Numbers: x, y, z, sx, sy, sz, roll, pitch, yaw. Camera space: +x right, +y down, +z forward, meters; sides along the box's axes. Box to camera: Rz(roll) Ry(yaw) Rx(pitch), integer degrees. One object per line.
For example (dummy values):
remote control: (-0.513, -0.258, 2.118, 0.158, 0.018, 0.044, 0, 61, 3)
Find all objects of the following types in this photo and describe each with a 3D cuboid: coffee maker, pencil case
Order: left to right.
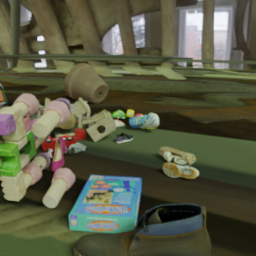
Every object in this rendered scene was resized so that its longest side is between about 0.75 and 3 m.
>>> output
coffee maker: (-3.752, 0.269, 11.432, 1.113, 0.780, 1.158, -15, 22, -40)
pencil case: (-3.132, -0.678, 13.854, 2.598, 1.162, 1.011, -15, 30, -42)

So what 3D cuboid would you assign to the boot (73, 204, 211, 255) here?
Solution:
boot: (0.233, 1.924, 5.185, 2.573, 1.247, 0.961, 2, 17, 6)

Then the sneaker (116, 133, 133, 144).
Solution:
sneaker: (-0.129, 0.372, 11.758, 0.867, 0.380, 0.328, -15, 23, -41)

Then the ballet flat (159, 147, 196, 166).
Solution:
ballet flat: (1.601, 0.993, 9.640, 1.414, 0.498, 0.461, 8, 33, 36)

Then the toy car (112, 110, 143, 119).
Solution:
toy car: (-0.069, -0.686, 14.775, 1.639, 0.388, 1.742, 3, 14, -28)

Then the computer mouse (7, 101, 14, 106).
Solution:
computer mouse: (-7.478, -1.118, 16.370, 2.063, 0.676, 2.938, 6, 12, 5)

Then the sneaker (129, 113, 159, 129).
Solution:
sneaker: (0.642, -0.222, 12.947, 0.991, 0.714, 1.887, -11, 0, -23)

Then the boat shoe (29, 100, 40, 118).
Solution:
boat shoe: (-5.762, -1.121, 15.435, 0.979, 1.036, 2.881, 13, 5, -3)

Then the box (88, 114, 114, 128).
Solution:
box: (-1.376, -0.377, 14.344, 1.025, 0.293, 1.498, 2, 17, 8)

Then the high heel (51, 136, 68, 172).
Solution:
high heel: (-2.358, 0.853, 9.325, 0.431, 0.614, 1.279, -9, 34, 19)

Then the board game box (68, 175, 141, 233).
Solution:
board game box: (-0.466, 1.815, 6.936, 1.464, 0.433, 1.925, 2, 17, 7)

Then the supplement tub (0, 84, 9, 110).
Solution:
supplement tub: (-6.494, -1.218, 13.296, 1.390, 2.268, 1.390, -15, 7, 2)

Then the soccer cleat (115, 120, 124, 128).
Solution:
soccer cleat: (-0.641, -0.165, 13.585, 1.118, 0.434, 0.387, 7, 25, -49)

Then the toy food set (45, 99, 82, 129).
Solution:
toy food set: (-3.027, -0.484, 12.907, 1.942, 0.390, 1.341, 22, 46, -36)

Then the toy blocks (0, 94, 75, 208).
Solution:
toy blocks: (-2.852, 0.314, 7.679, 2.841, 2.655, 2.392, 5, 27, 7)

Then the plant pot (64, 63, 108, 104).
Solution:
plant pot: (-2.681, -2.795, 19.173, 2.298, 2.636, 2.636, 34, 33, 30)

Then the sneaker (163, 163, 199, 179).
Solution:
sneaker: (1.633, 1.357, 8.693, 1.129, 0.427, 0.495, 11, 1, 31)

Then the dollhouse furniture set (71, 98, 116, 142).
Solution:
dollhouse furniture set: (-1.518, -0.729, 12.264, 1.166, 1.854, 2.097, -32, 20, 1)

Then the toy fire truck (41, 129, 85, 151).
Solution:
toy fire truck: (-2.583, 0.461, 11.353, 1.800, 0.439, 1.269, -5, 18, -18)

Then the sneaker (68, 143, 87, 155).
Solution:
sneaker: (-1.838, 0.789, 10.493, 0.530, 0.345, 0.918, 7, 17, 16)
